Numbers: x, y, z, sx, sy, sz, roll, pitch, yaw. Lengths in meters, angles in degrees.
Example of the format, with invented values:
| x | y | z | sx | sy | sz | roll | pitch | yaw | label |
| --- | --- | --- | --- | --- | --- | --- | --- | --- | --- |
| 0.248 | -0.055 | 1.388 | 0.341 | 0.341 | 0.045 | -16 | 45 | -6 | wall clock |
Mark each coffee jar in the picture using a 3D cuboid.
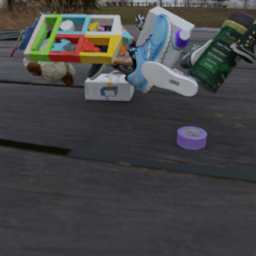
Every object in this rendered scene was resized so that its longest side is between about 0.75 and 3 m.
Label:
| x | y | z | sx | sy | sz | roll | pitch | yaw | label |
| --- | --- | --- | --- | --- | --- | --- | --- | --- | --- |
| 3.237 | -2.510 | 9.426 | 1.107 | 2.596 | 1.354 | 40 | 11 | 25 | coffee jar |

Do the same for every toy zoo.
| x | y | z | sx | sy | sz | roll | pitch | yaw | label |
| --- | --- | --- | --- | --- | --- | --- | --- | --- | --- |
| -1.138 | -2.245 | 6.979 | 2.480 | 0.254 | 1.627 | 3 | 55 | 6 | toy zoo |

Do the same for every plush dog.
| x | y | z | sx | sy | sz | roll | pitch | yaw | label |
| --- | --- | --- | --- | --- | --- | --- | --- | --- | --- |
| -2.357 | -1.991 | 8.774 | 1.696 | 1.361 | 1.457 | 10 | 42 | -25 | plush dog |

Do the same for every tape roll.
| x | y | z | sx | sy | sz | roll | pitch | yaw | label |
| --- | --- | --- | --- | --- | --- | --- | --- | --- | --- |
| 2.367 | 0.373 | 10.456 | 1.058 | 0.449 | 1.058 | 1 | 26 | 0 | tape roll |

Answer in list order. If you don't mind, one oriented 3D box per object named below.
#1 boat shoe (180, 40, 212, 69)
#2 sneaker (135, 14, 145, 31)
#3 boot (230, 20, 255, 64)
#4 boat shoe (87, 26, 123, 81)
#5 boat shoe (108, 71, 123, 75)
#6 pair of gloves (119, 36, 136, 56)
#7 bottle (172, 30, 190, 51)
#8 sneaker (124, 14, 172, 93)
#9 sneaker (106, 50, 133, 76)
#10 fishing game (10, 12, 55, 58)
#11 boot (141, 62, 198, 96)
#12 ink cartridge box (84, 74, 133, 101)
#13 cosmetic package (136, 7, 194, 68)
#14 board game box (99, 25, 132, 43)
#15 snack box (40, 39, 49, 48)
| x | y | z | sx | sy | sz | roll | pitch | yaw | label |
| --- | --- | --- | --- | --- | --- | --- | --- | --- | --- |
| 3.108 | -3.046 | 11.835 | 0.796 | 0.964 | 2.574 | 2 | 32 | 44 | boat shoe |
| 0.412 | -3.292 | 8.968 | 0.330 | 0.382 | 0.845 | -5 | 47 | 8 | sneaker |
| 3.476 | -2.450 | 7.772 | 0.536 | 1.121 | 1.484 | 35 | 25 | -12 | boot |
| -1.035 | -2.880 | 10.643 | 0.736 | 2.365 | 0.882 | 20 | 31 | -25 | boat shoe |
| -1.067 | -2.982 | 17.149 | 1.985 | 0.708 | 0.598 | -16 | 31 | -16 | boat shoe |
| -0.035 | -3.385 | 11.527 | 0.946 | 0.843 | 0.117 | -11 | -1 | -36 | pair of gloves |
| 1.695 | -2.839 | 8.981 | 0.424 | 0.543 | 1.299 | -8 | 6 | 1 | bottle |
| 0.667 | -2.721 | 9.874 | 1.266 | 2.816 | 1.104 | 19 | 0 | -5 | sneaker |
| -0.102 | -2.820 | 12.546 | 2.665 | 1.029 | 1.043 | 1 | 47 | -29 | sneaker |
| -4.009 | -4.106 | 11.762 | 0.441 | 2.030 | 2.836 | 39 | 40 | -13 | fishing game |
| 1.226 | -1.451 | 8.183 | 1.713 | 0.623 | 0.774 | 28 | 25 | 6 | boot |
| -0.963 | -2.200 | 15.086 | 2.385 | 1.043 | 1.733 | 5 | 25 | 7 | ink cartridge box |
| 1.706 | -4.322 | 13.460 | 2.047 | 2.040 | 1.258 | 31 | 41 | 6 | cosmetic package |
| -0.588 | -4.341 | 12.093 | 1.681 | 0.414 | 2.128 | 41 | 25 | 10 | board game box |
| -3.534 | -3.703 | 12.556 | 1.445 | 0.538 | 2.032 | -24 | 21 | -14 | snack box |
